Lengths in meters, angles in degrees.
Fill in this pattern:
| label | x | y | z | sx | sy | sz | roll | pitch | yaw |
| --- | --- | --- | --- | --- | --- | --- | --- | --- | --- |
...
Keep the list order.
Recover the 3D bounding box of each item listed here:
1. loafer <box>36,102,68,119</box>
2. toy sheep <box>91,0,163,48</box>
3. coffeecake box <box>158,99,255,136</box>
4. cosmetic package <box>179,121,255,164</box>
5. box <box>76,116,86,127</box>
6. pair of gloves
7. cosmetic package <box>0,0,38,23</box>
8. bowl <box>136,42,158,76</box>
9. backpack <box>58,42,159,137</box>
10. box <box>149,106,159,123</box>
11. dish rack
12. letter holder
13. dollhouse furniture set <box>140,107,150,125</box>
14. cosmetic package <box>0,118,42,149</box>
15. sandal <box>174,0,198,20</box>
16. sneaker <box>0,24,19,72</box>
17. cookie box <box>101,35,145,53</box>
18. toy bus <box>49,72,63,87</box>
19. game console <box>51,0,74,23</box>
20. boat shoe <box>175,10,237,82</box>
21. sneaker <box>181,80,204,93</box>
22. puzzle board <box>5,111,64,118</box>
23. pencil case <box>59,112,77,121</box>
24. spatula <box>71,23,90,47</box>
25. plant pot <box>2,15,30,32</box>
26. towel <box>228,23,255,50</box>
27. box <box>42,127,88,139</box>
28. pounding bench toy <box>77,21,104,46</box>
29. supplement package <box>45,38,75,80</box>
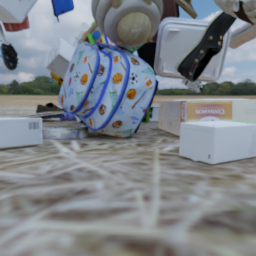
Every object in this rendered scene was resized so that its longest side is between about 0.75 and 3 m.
| label | x | y | z | sx | sy | sz | roll | pitch | yaw |
| --- | --- | --- | --- | --- | --- | --- | --- | --- | --- |
| loafer | -3.969 | -0.948 | 14.895 | 0.848 | 0.829 | 2.324 | 2 | 6 | 21 |
| toy sheep | -0.056 | -2.977 | 6.644 | 1.855 | 2.691 | 1.855 | -7 | -32 | -5 |
| coffeecake box | 2.115 | -0.322 | 7.772 | 1.998 | 0.951 | 2.603 | -1 | 6 | -8 |
| cosmetic package | 1.536 | 0.192 | 4.489 | 1.334 | 0.566 | 0.718 | -2 | 8 | -35 |
| box | -1.270 | -0.689 | 10.705 | 1.529 | 0.788 | 2.622 | -16 | 8 | -13 |
| pair of gloves | 2.025 | -2.901 | 6.079 | 2.055 | 0.360 | 1.748 | 25 | 18 | -33 |
| cosmetic package | -2.643 | -3.039 | 6.288 | 0.786 | 1.118 | 2.205 | 38 | -4 | -37 |
| bowl | 0.954 | -3.075 | 11.478 | 0.396 | 2.015 | 2.015 | -25 | 14 | -19 |
| backpack | -0.501 | -0.963 | 6.945 | 1.923 | 2.496 | 2.378 | 7 | 17 | -40 |
| box | 1.109 | -0.620 | 12.193 | 2.312 | 0.695 | 1.348 | -1 | 6 | -5 |
| dish rack | 2.005 | -2.373 | 8.854 | 2.258 | 1.938 | 0.492 | 7 | 29 | 4 |
| letter holder | 0.501 | -4.014 | 9.723 | 2.527 | 1.271 | 1.796 | 1 | -32 | 16 |
| dollhouse furniture set | -0.172 | -0.610 | 10.871 | 1.740 | 0.873 | 1.140 | 3 | 10 | 37 |
| cosmetic package | -2.836 | 0.121 | 5.141 | 2.254 | 0.571 | 0.930 | -4 | 7 | -39 |
| sandal | 1.171 | -2.809 | 5.735 | 0.642 | 1.598 | 0.432 | 28 | -48 | -27 |
| sneaker | -3.868 | -2.411 | 8.223 | 0.762 | 2.103 | 0.756 | -33 | -20 | 8 |
| cookie box | -0.091 | -2.858 | 8.804 | 1.475 | 1.261 | 0.554 | -36 | -43 | 25 |
| toy bus | -2.535 | -1.889 | 10.360 | 0.724 | 0.683 | 0.374 | 2 | -23 | -19 |
| game console | -1.664 | -3.264 | 6.967 | 0.843 | 0.988 | 0.584 | -9 | 8 | 23 |
| boat shoe | 2.319 | -2.323 | 7.834 | 0.723 | 2.306 | 0.844 | 45 | 15 | 27 |
| sneaker | 2.930 | -2.059 | 11.631 | 0.622 | 0.948 | 1.647 | -46 | -7 | -21 |
| puzzle board | -4.301 | -0.480 | 12.219 | 2.501 | 0.218 | 1.885 | -10 | 7 | -34 |
| pencil case | -2.708 | -0.539 | 12.867 | 0.376 | 0.418 | 0.963 | -14 | -6 | 39 |
| spatula | -2.109 | -3.402 | 12.817 | 1.649 | 2.372 | 0.190 | 37 | 6 | -13 |
| plant pot | -3.433 | -3.429 | 8.364 | 0.997 | 0.970 | 0.997 | -5 | 31 | 3 |
| towel | 4.203 | -3.338 | 10.078 | 1.453 | 0.234 | 1.387 | -24 | -12 | 40 |
| box | -1.548 | 0.121 | 6.975 | 0.923 | 0.223 | 0.731 | 1 | 5 | 14 |
| pounding bench toy | -1.132 | -3.412 | 11.399 | 1.387 | 1.742 | 2.233 | -38 | 1 | 30 |
| supplement package | -1.930 | -2.116 | 9.253 | 1.299 | 1.011 | 0.720 | 32 | -57 | -34 |
